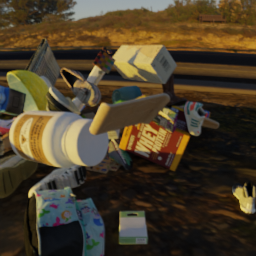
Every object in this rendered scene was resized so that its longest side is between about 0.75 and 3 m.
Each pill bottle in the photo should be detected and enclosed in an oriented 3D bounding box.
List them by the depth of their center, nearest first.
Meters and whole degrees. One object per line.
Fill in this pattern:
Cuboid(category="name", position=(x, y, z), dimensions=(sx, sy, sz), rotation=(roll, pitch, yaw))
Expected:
Cuboid(category="pill bottle", position=(-1.807, 0.289, 7.329), dimensions=(2.497, 1.428, 1.428), rotation=(4, 21, 36))

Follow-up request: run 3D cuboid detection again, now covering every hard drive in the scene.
Cuboid(category="hard drive", position=(-1.657, -1.617, 11.670), dimensions=(0.370, 2.772, 1.828), rotation=(33, 18, -7))

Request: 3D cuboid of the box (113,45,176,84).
Cuboid(category="box", position=(0.493, -2.319, 10.112), dimensions=(2.243, 1.065, 0.872), rotation=(20, 71, 47))

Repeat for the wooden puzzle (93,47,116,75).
Cuboid(category="wooden puzzle", position=(-0.802, -2.241, 9.516), dimensions=(0.611, 1.031, 0.072), rotation=(33, -22, -14))

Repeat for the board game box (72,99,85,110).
Cuboid(category="board game box", position=(-3.422, -0.391, 13.661), dimensions=(2.247, 0.641, 2.295), rotation=(-31, 14, 19))

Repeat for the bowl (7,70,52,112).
Cuboid(category="bowl", position=(-4.007, -1.574, 12.089), dimensions=(1.240, 2.304, 2.304), rotation=(-37, 39, -29))

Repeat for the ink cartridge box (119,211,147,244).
Cuboid(category="ink cartridge box", position=(0.127, 2.800, 7.910), dimensions=(0.760, 0.250, 1.044), rotation=(0, 22, -1))

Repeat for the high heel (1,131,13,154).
Cuboid(category="high heel", position=(-5.195, 0.878, 11.948), dimensions=(2.537, 0.906, 1.808), rotation=(-8, 29, -10))

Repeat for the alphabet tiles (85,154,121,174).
Cuboid(category="alphabet tiles", position=(-1.135, 1.412, 11.581), dimensions=(1.745, 0.066, 1.459), rotation=(9, 23, 19))

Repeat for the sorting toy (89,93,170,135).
Cuboid(category="sorting toy", position=(-0.013, -0.279, 5.335), dimensions=(1.309, 0.239, 1.211), rotation=(-10, -20, -24))

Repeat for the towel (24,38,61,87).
Cuboid(category="towel", position=(-4.210, -2.715, 14.088), dimensions=(0.453, 2.625, 2.527), rotation=(14, 66, 12))

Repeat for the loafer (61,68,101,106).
Cuboid(category="loafer", position=(-1.578, -1.317, 8.849), dimensions=(0.622, 0.712, 1.979), rotation=(24, 15, -45))

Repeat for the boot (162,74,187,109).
Cuboid(category="boot", position=(1.694, -1.505, 10.581), dimensions=(0.465, 1.447, 1.348), rotation=(8, -12, -33))

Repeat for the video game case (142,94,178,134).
Cuboid(category="video game case", position=(1.052, -0.448, 9.677), dimensions=(1.347, 1.486, 0.266), rotation=(33, 77, 16))

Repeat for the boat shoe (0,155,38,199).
Cuboid(category="boat shoe", position=(-4.360, 1.659, 9.843), dimensions=(0.960, 1.049, 2.806), rotation=(4, 12, 14))

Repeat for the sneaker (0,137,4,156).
Cuboid(category="sneaker", position=(-4.107, 0.477, 7.743), dimensions=(1.127, 0.593, 1.559), rotation=(-29, 46, -27))

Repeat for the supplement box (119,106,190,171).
Cuboid(category="supplement box", position=(1.310, 0.110, 11.821), dimensions=(2.465, 1.659, 2.499), rotation=(22, 27, 10))

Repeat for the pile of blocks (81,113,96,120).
Cuboid(category="pile of blocks", position=(-2.442, 0.074, 13.725), dimensions=(1.060, 0.803, 2.583), rotation=(24, 34, 23))

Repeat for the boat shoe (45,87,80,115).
Cuboid(category="boat shoe", position=(-2.285, -0.642, 9.483), dimensions=(0.801, 1.004, 2.655), rotation=(-38, -10, -1))

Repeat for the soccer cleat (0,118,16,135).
Cuboid(category="soccer cleat", position=(-6.098, -0.005, 14.247), dimensions=(2.696, 0.899, 1.031), rotation=(3, 47, -1))

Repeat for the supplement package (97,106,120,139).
Cuboid(category="supplement package", position=(-0.662, -0.189, 9.457), dimensions=(0.620, 0.843, 0.806), rotation=(-4, 45, 14))

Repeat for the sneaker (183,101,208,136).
Cuboid(category="sneaker", position=(2.481, -0.274, 9.948), dimensions=(0.710, 1.518, 0.535), rotation=(5, 42, 37))

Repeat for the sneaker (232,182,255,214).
Cuboid(category="sneaker", position=(3.824, 2.007, 9.078), dimensions=(0.545, 0.839, 1.453), rotation=(1, 23, 2))

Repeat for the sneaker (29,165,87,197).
Cuboid(category="sneaker", position=(-2.466, 1.897, 9.521), dimensions=(0.961, 0.891, 2.372), rotation=(2, 14, 31))

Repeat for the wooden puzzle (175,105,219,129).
Cuboid(category="wooden puzzle", position=(2.932, -0.812, 14.274), dimensions=(2.722, 0.680, 2.939), rotation=(15, -4, 39))

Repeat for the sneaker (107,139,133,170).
Cuboid(category="sneaker", position=(-0.412, 1.217, 11.509), dimensions=(0.641, 0.754, 1.722), rotation=(34, 17, -43))

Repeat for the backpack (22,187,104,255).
Cuboid(category="backpack", position=(-1.533, 2.468, 6.334), dimensions=(1.762, 2.078, 2.341), rotation=(-4, 15, -28))

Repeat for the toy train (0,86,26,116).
Cuboid(category="toy train", position=(-5.230, -1.154, 10.401), dimensions=(1.576, 1.196, 2.759), rotation=(3, -8, 26))

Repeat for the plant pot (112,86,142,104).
Cuboid(category="plant pot", position=(-0.117, -1.429, 13.322), dimensions=(1.103, 1.174, 1.174), rotation=(-5, 21, -37))
